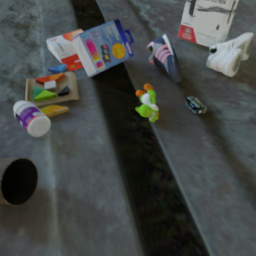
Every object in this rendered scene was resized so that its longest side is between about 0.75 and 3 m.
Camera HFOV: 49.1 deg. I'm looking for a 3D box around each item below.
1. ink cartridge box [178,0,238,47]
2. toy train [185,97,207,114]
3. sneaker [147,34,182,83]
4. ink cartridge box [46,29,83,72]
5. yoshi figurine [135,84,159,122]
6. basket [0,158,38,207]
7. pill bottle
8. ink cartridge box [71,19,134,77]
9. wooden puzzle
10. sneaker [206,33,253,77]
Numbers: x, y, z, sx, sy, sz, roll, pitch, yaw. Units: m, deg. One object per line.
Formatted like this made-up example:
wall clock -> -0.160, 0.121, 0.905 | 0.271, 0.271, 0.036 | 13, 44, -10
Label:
ink cartridge box -> 3.436, -4.955, 11.894 | 1.882, 2.608, 1.092 | 26, 35, 24
toy train -> 2.281, -0.768, 9.447 | 0.468, 0.350, 0.821 | -4, 39, -27
sneaker -> 1.405, -2.608, 11.099 | 1.061, 0.907, 2.587 | -22, 47, 18
ink cartridge box -> -2.247, -3.341, 11.877 | 1.719, 0.531, 2.120 | -27, 50, -24
yoshi figurine -> 0.598, -0.816, 9.190 | 0.758, 0.761, 1.353 | -10, 54, -4
basket -> -3.320, 1.252, 6.819 | 1.661, 1.498, 1.130 | 1, 82, 14
pill bottle -> -2.979, -0.317, 8.540 | 0.706, 0.706, 1.255 | -33, 54, -29
ink cartridge box -> -0.815, -3.173, 10.884 | 2.280, 1.556, 0.870 | -34, 16, -31
wooden puzzle -> -2.747, -1.431, 10.076 | 1.950, 0.338, 2.890 | -15, 46, -13
sneaker -> 4.102, -3.199, 11.379 | 1.424, 1.117, 2.866 | 23, 47, 29
